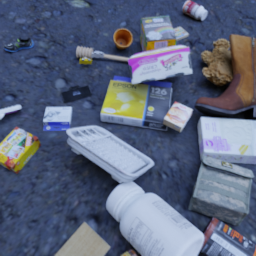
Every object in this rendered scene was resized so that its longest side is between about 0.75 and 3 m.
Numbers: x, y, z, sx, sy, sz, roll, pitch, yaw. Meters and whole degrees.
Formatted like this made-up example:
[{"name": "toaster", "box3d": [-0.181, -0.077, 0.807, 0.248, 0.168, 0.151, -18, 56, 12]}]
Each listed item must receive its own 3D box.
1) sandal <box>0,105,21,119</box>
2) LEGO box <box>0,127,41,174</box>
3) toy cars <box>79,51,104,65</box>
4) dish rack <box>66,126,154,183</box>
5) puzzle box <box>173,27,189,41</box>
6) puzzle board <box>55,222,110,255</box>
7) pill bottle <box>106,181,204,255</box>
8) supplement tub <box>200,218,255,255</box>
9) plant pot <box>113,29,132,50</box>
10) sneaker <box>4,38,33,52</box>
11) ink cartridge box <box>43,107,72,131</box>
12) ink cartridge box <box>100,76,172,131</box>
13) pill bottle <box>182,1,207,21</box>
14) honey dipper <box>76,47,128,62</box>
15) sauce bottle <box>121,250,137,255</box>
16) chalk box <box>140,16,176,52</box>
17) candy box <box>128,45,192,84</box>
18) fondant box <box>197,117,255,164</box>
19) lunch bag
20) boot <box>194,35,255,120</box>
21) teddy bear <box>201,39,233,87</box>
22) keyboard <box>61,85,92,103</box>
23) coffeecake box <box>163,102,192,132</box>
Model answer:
[{"name": "sandal", "box3d": [-4.446, -0.357, 9.559, 1.657, 0.674, 0.407, -22, 98, -16]}, {"name": "LEGO box", "box3d": [-3.508, 0.692, 8.800, 0.902, 0.467, 1.211, 23, 58, 16]}, {"name": "toy cars", "box3d": [-1.453, -2.771, 11.004, 1.045, 0.469, 0.231, -25, 59, 13]}, {"name": "dish rack", "box3d": [-0.537, 0.757, 8.079, 2.345, 2.013, 0.511, 31, 105, 17]}, {"name": "puzzle box", "box3d": [2.098, -4.130, 12.419, 0.989, 0.126, 0.658, -27, 58, -17]}, {"name": "puzzle board", "box3d": [-1.218, 3.217, 7.098, 0.968, 0.112, 1.285, 35, 73, 24]}, {"name": "pill bottle", "box3d": [0.557, 2.405, 6.938, 1.333, 1.333, 2.331, -37, 49, -23]}, {"name": "supplement tub", "box3d": [2.614, 3.072, 6.845, 1.745, 0.933, 0.933, 32, 61, 20]}, {"name": "plant pot", "box3d": [-0.255, -3.598, 11.610, 0.765, 0.700, 0.765, 1, 85, -9]}, {"name": "sneaker", "box3d": [-4.619, -3.540, 11.776, 1.193, 0.494, 0.423, -17, 55, -12]}, {"name": "ink cartridge box", "box3d": [-2.446, -0.323, 9.692, 0.920, 0.187, 0.922, -1, 55, -1]}, {"name": "ink cartridge box", "box3d": [0.380, -1.078, 10.031, 2.292, 0.545, 2.319, 8, 56, 5]}, {"name": "pill bottle", "box3d": [3.117, -5.444, 13.055, 1.077, 0.608, 0.608, 39, 63, 23]}, {"name": "honey dipper", "box3d": [-0.797, -2.897, 11.358, 2.584, 0.491, 0.491, 8, 55, 4]}, {"name": "sauce bottle", "box3d": [-0.522, 3.659, 6.633, 1.872, 0.618, 0.618, -30, 60, -19]}, {"name": "chalk box", "box3d": [1.153, -3.716, 11.485, 1.206, 1.200, 1.939, -6, 54, -2]}, {"name": "candy box", "box3d": [1.068, -2.233, 9.547, 1.872, 0.838, 2.746, -9, 17, 8]}, {"name": "fondant box", "box3d": [3.236, 0.395, 8.952, 1.867, 0.544, 1.347, 3, 55, 2]}, {"name": "lunch bag", "box3d": [2.630, 1.594, 7.848, 1.437, 1.030, 1.752, 16, 50, 14]}, {"name": "boot", "box3d": [3.603, -1.801, 9.434, 2.739, 0.996, 2.909, 3, 84, 0]}, {"name": "teddy bear", "box3d": [3.740, -2.493, 10.902, 1.955, 0.900, 2.696, 14, 51, -8]}, {"name": "keyboard", "box3d": [-1.940, -1.307, 10.429, 1.085, 0.139, 0.651, -17, 63, -13]}, {"name": "coffeecake box", "box3d": [1.608, -0.359, 9.072, 0.635, 0.302, 0.827, 27, 60, 17]}]
